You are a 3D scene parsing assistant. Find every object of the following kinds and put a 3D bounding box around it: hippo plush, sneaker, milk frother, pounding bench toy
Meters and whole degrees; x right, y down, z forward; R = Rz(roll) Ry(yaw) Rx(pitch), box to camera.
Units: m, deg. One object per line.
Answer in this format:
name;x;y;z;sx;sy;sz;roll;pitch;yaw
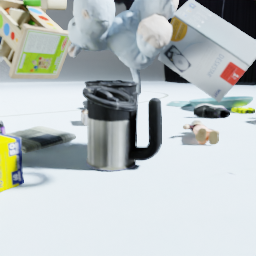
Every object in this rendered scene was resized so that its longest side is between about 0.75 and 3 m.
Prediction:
hippo plush;-0.201;-2.089;5.521;1.810;1.793;2.251;14;-21;-8
sneaker;3.236;-0.620;10.781;1.380;0.523;0.604;-2;17;-9
milk frother;-0.324;0.003;4.927;1.525;1.590;1.690;9;15;35
pounding bench toy;-2.396;-2.564;6.909;1.322;2.128;1.660;-13;52;-50

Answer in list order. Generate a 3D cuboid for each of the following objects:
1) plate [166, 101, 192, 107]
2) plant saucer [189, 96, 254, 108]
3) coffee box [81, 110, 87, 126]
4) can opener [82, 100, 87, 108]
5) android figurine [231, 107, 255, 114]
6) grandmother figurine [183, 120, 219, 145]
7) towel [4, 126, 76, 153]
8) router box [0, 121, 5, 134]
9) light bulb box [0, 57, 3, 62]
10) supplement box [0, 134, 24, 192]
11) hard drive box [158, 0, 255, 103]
plate;2.774;-1.293;14.799;1.486;0.190;1.486;0;13;0
plant saucer;4.394;-1.213;13.349;2.921;0.400;2.921;-5;8;1
coffee box;-1.298;-0.365;9.718;0.572;0.399;1.000;-4;12;-17
can opener;-1.250;-1.098;12.898;0.636;0.802;2.415;-39;28;-32
android figurine;5.015;-0.783;12.265;0.950;0.214;1.043;-2;13;-11
grandmother figurine;1.937;0.081;7.549;0.951;0.475;1.568;22;10;2
towel;-2.366;0.287;7.109;1.538;0.266;1.481;12;19;38
router box;-4.036;0.028;8.050;0.858;0.294;1.151;-6;13;-26
light bulb box;-3.872;-2.740;7.983;1.245;1.256;0.784;43;-6;-4
supplement box;-2.376;0.593;4.087;0.777;0.772;1.418;8;14;34
hard drive box;1.560;-1.505;5.627;1.663;1.296;0.639;38;65;11
